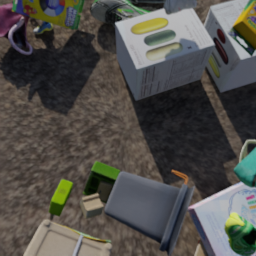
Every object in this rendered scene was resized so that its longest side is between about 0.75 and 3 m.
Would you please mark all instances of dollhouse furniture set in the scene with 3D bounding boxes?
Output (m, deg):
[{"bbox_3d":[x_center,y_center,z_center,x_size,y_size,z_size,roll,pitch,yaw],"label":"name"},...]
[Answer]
[{"bbox_3d":[-0.985,2.023,5.524,1.393,1.076,2.787,20,43,0],"label":"dollhouse furniture set"}]

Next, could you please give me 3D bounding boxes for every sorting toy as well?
[{"bbox_3d":[2.372,3.651,7.781,1.161,0.404,1.154,27,69,0],"label":"sorting toy"}]

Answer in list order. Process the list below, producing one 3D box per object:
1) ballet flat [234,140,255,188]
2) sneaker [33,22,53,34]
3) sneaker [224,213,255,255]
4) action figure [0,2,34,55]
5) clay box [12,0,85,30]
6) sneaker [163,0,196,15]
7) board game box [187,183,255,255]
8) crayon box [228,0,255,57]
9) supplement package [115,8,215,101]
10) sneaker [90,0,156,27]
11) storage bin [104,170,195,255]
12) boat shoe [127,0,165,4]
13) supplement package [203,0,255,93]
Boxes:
[{"bbox_3d":[2.719,0.279,5.504,0.666,0.637,1.891,34,83,38],"label":"ballet flat"},{"bbox_3d":[-3.392,-3.995,11.051,0.789,0.414,0.299,-24,69,-10],"label":"sneaker"},{"bbox_3d":[2.188,2.098,5.206,0.561,1.343,0.498,21,65,48],"label":"sneaker"},{"bbox_3d":[-3.913,-4.402,10.197,2.797,1.874,2.083,-54,48,4],"label":"action figure"},{"bbox_3d":[-2.716,-4.547,10.135,2.554,1.468,0.608,4,21,-37],"label":"clay box"},{"bbox_3d":[1.058,-4.259,7.823,1.149,0.901,2.312,-19,78,19],"label":"sneaker"},{"bbox_3d":[3.517,2.971,7.650,2.871,0.626,2.885,-20,77,-16],"label":"board game box"},{"bbox_3d":[2.607,-2.120,5.666,0.723,0.297,1.150,38,74,-12],"label":"crayon box"},{"bbox_3d":[1.121,-2.571,9.606,2.608,1.965,1.979,-19,69,-8],"label":"supplement package"},{"bbox_3d":[-0.123,-4.154,10.629,2.883,1.125,1.228,17,56,7],"label":"sneaker"},{"bbox_3d":[0.500,1.630,6.176,1.504,2.239,1.630,20,78,13],"label":"storage bin"},{"bbox_3d":[0.349,-5.641,11.416,2.896,1.010,1.031,2,63,-2],"label":"boat shoe"},{"bbox_3d":[3.689,-2.797,9.639,1.597,2.076,2.171,-18,68,-7],"label":"supplement package"}]
